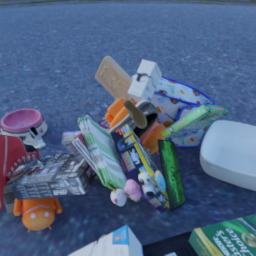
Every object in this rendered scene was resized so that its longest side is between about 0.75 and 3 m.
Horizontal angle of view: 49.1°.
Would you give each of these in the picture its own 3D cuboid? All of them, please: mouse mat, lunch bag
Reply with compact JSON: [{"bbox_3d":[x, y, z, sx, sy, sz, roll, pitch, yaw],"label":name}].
[{"bbox_3d":[1.358,1.387,8.579,0.078,2.069,1.665,-15,-11,24],"label":"mouse mat"},{"bbox_3d":[1.901,-0.542,11.282,2.715,2.308,1.681,23,43,13],"label":"lunch bag"}]

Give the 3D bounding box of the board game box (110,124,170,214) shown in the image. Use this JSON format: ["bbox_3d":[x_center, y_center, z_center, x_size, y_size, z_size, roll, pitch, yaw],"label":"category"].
[{"bbox_3d":[0.480,1.295,8.491,0.672,2.370,1.959,-30,50,6],"label":"board game box"}]

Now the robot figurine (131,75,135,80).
[{"bbox_3d":[0.463,-1.827,11.701,0.958,0.541,0.813,51,11,5],"label":"robot figurine"}]

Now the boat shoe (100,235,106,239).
[{"bbox_3d":[-0.836,3.328,7.546,0.332,0.284,0.907,23,55,39],"label":"boat shoe"}]

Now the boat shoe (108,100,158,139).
[{"bbox_3d":[-0.004,0.199,9.182,0.849,2.538,0.723,31,14,-41],"label":"boat shoe"}]

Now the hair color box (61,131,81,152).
[{"bbox_3d":[-1.680,0.642,9.787,0.723,1.323,0.429,-6,57,17],"label":"hair color box"}]

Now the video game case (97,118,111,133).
[{"bbox_3d":[0.055,-0.253,12.783,2.058,0.407,2.271,21,39,23],"label":"video game case"}]

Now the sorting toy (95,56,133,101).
[{"bbox_3d":[-0.441,-1.887,11.451,1.856,2.006,0.366,45,68,-5],"label":"sorting toy"}]

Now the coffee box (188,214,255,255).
[{"bbox_3d":[2.757,2.899,6.762,2.227,0.490,1.369,-2,33,-24],"label":"coffee box"}]

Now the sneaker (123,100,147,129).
[{"bbox_3d":[0.269,-0.335,8.118,0.359,0.480,1.070,-37,59,3],"label":"sneaker"}]

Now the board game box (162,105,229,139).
[{"bbox_3d":[2.083,-0.156,8.816,1.211,1.799,0.262,0,64,-40],"label":"board game box"}]

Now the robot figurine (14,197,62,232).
[{"bbox_3d":[-2.684,2.344,8.392,0.930,1.147,1.595,-32,46,11],"label":"robot figurine"}]

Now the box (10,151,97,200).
[{"bbox_3d":[-1.942,1.292,8.042,2.145,0.534,1.691,-10,20,17],"label":"box"}]

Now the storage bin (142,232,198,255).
[{"bbox_3d":[1.081,3.467,6.864,1.781,0.835,1.204,-10,34,-15],"label":"storage bin"}]

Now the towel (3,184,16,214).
[{"bbox_3d":[-3.469,2.219,9.064,1.125,0.194,1.083,-7,46,-35],"label":"towel"}]

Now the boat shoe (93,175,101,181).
[{"bbox_3d":[-1.423,1.501,9.783,1.926,0.712,0.581,7,13,9],"label":"boat shoe"}]

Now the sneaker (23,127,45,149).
[{"bbox_3d":[-2.586,0.198,7.582,0.937,0.541,0.352,12,29,41],"label":"sneaker"}]

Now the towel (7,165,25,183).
[{"bbox_3d":[-4.603,1.642,9.252,2.224,0.383,1.474,-24,23,-28],"label":"towel"}]

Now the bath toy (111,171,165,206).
[{"bbox_3d":[0.164,1.352,6.147,1.272,0.553,0.470,-24,-8,13],"label":"bath toy"}]

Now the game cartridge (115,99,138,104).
[{"bbox_3d":[0.110,-1.590,14.274,1.595,1.062,0.326,-2,36,-4],"label":"game cartridge"}]

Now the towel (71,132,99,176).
[{"bbox_3d":[-0.851,0.699,7.803,0.240,1.518,2.107,-37,8,9],"label":"towel"}]

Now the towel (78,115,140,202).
[{"bbox_3d":[-0.468,0.795,7.517,0.348,1.694,2.270,-38,51,10],"label":"towel"}]

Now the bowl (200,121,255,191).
[{"bbox_3d":[4.198,1.077,10.239,2.975,1.110,2.970,16,37,21],"label":"bowl"}]

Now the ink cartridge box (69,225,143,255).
[{"bbox_3d":[-0.596,3.214,6.235,1.823,0.783,1.335,-31,17,8],"label":"ink cartridge box"}]

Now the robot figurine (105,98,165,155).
[{"bbox_3d":[0.340,0.020,10.505,2.544,1.830,1.484,40,20,6],"label":"robot figurine"}]

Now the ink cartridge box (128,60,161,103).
[{"bbox_3d":[0.597,-1.558,9.809,0.549,0.951,1.311,21,83,24],"label":"ink cartridge box"}]

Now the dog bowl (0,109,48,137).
[{"bbox_3d":[-4.646,-0.140,12.388,2.017,0.744,2.017,0,34,0],"label":"dog bowl"}]

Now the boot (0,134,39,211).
[{"bbox_3d":[-3.348,1.233,8.173,1.769,0.888,2.452,10,51,-41],"label":"boot"}]
